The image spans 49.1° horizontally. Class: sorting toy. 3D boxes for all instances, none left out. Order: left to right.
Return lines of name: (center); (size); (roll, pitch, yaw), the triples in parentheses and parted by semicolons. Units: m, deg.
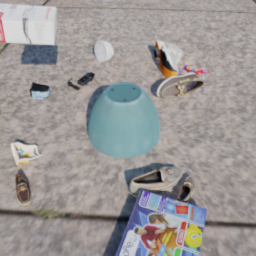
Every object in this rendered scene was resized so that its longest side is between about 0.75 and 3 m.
sorting toy: (-3.450, 0.885, 9.552); (0.826, 0.490, 0.917); (-15, 43, -27)

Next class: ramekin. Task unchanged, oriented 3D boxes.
ramekin: (-1.232, -3.926, 14.330); (0.497, 1.067, 1.067); (-18, 44, -37)

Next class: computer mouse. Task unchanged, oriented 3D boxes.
computer mouse: (-2.191, -2.178, 12.971); (0.907, 0.297, 1.292); (27, 57, 26)

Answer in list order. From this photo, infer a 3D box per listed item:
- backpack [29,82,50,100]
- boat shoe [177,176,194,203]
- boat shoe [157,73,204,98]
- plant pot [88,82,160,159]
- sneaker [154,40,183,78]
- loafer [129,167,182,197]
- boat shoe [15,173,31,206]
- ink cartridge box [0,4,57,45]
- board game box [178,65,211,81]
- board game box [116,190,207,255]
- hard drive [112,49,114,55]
backpack: (-3.775, -1.551, 12.040); (0.782, 0.574, 0.715); (3, 41, -8)
boat shoe: (1.773, 1.874, 8.519); (0.415, 0.344, 1.156); (19, 46, 20)
boat shoe: (2.297, -1.776, 12.130); (2.362, 0.848, 0.703); (-23, 44, -30)
plant pot: (-0.149, -0.544, 10.041); (2.737, 1.844, 2.737); (0, 42, 0)
sneaker: (2.199, -3.505, 13.847); (1.341, 1.103, 2.915); (-2, 44, -9)
loafer: (0.894, 1.587, 8.658); (1.825, 0.574, 0.656); (-17, 46, -18)
boat shoe: (-3.239, 1.836, 8.518); (0.404, 0.403, 1.119); (-16, 45, -17)
ink cartridge box: (-3.169, -3.198, 8.630); (1.842, 0.763, 1.352); (0, 40, -9)
board game box: (3.242, -2.820, 13.624); (1.572, 0.306, 1.242); (11, 44, 11)
board game box: (0.785, 3.090, 7.085); (1.958, 0.499, 2.893); (14, 45, 15)
hard drive: (-1.230, -4.098, 15.143); (0.872, 0.116, 0.575); (-4, 43, -5)
